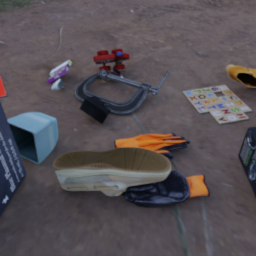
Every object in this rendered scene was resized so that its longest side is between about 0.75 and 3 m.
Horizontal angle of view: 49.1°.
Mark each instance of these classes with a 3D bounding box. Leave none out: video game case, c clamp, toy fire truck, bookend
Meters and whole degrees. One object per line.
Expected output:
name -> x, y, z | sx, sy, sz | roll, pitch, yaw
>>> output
video game case -> -2.566, -2.092, 10.414 | 0.909, 0.163, 0.824 | -24, 33, 22
c clamp -> -0.296, -1.378, 9.634 | 2.817, 0.381, 2.406 | 16, 55, 19
toy fire truck -> -0.613, -2.575, 10.483 | 1.368, 0.767, 1.148 | -8, 7, -5
bookend -> -0.905, -0.572, 8.581 | 0.841, 0.390, 0.846 | 34, 19, 6

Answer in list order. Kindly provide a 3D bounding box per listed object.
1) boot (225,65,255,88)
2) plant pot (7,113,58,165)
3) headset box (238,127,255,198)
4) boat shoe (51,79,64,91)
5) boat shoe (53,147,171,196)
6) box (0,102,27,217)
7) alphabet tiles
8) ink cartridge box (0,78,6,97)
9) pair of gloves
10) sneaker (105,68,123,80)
boot -> 4.220, -1.576, 9.364 | 1.871, 0.658, 1.340 | 16, 25, -8
plant pot -> -2.417, 0.150, 7.395 | 1.020, 1.017, 1.039 | 19, 36, 22
headset box -> 3.816, 1.071, 6.158 | 1.957, 1.043, 2.248 | 1, 39, 1
boat shoe -> -2.432, -1.478, 9.729 | 0.284, 0.326, 0.885 | -19, 21, 6
boat shoe -> -0.346, 1.015, 6.169 | 2.590, 0.841, 0.934 | -3, 26, 11
box -> -3.499, 0.820, 4.994 | 1.691, 2.832, 2.879 | 5, 39, 10
alphabet tiles -> 2.964, -0.799, 9.239 | 1.669, 0.075, 1.997 | -10, 40, -12
ink cartridge box -> -5.681, -1.479, 9.681 | 2.419, 0.606, 1.962 | -20, 43, -19
pair of gloves -> 0.736, 0.936, 6.921 | 2.041, 0.283, 2.291 | -6, 42, -4
sneaker -> -0.631, -2.014, 10.338 | 0.895, 0.517, 0.338 | 10, 58, 11
